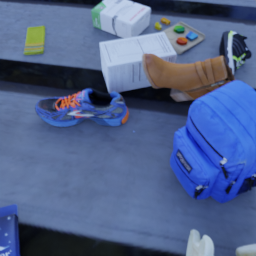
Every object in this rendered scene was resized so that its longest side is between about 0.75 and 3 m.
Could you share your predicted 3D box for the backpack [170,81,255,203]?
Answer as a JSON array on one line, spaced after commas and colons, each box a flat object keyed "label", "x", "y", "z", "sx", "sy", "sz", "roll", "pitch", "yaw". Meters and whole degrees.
[{"label": "backpack", "x": 2.224, "y": 0.450, "z": 6.528, "sx": 2.199, "sy": 2.621, "sz": 2.129, "roll": -27, "pitch": 59, "yaw": -18}]

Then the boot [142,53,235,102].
[{"label": "boot", "x": 1.687, "y": -1.521, "z": 7.717, "sx": 1.898, "sy": 2.445, "sz": 0.938, "roll": -13, "pitch": 55, "yaw": 38}]

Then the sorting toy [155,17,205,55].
[{"label": "sorting toy", "x": 1.815, "y": -3.771, "z": 11.084, "sx": 1.522, "sy": 0.274, "sz": 2.043, "roll": -37, "pitch": 62, "yaw": -24}]

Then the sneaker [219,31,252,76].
[{"label": "sneaker", "x": 3.818, "y": -2.587, "z": 9.813, "sx": 1.073, "sy": 0.929, "sz": 2.591, "roll": 10, "pitch": 54, "yaw": 7}]

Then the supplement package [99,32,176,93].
[{"label": "supplement package", "x": 0.296, "y": -2.153, "z": 9.303, "sx": 2.234, "sy": 1.224, "sz": 1.271, "roll": -12, "pitch": 55, "yaw": -8}]

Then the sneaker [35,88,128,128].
[{"label": "sneaker", "x": -1.383, "y": -0.719, "z": 8.342, "sx": 2.781, "sy": 1.091, "sz": 1.048, "roll": -2, "pitch": 53, "yaw": -2}]

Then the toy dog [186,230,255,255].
[{"label": "toy dog", "x": 2.376, "y": 3.202, "z": 5.111, "sx": 2.546, "sy": 1.776, "sz": 2.468, "roll": 11, "pitch": 67, "yaw": 7}]

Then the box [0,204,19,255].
[{"label": "box", "x": -3.125, "y": 2.809, "z": 6.226, "sx": 1.331, "sy": 0.356, "sz": 2.197, "roll": -13, "pitch": 53, "yaw": -9}]

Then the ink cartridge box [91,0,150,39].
[{"label": "ink cartridge box", "x": -0.267, "y": -4.417, "z": 11.219, "sx": 1.932, "sy": 0.815, "sz": 1.411, "roll": 28, "pitch": 59, "yaw": 19}]

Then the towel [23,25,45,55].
[{"label": "towel", "x": -3.641, "y": -3.447, "z": 10.928, "sx": 0.731, "sy": 0.153, "sz": 1.699, "roll": -6, "pitch": 54, "yaw": -5}]
